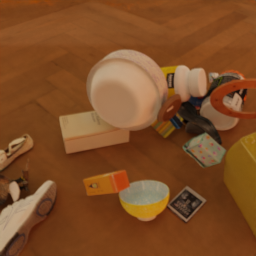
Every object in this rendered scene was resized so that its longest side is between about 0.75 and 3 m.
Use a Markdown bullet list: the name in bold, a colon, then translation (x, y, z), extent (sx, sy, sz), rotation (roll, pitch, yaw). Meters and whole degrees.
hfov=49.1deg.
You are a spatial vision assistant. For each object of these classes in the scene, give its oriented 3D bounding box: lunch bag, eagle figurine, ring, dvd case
- **lunch bag**: translation (2.558, 0.842, 9.751), extent (1.031, 1.210, 0.738), rotation (41, 59, -6)
- **eagle figurine**: translation (-4.448, 1.948, 9.681), extent (1.981, 1.495, 1.503), rotation (1, 55, -14)
- **ring**: translation (4.291, -1.021, 10.002), extent (2.656, 2.656, 0.255), rotation (8, 67, 8)
- **dvd case**: translation (2.024, 2.637, 9.717), extent (1.144, 0.141, 0.860), rotation (-34, 54, -30)

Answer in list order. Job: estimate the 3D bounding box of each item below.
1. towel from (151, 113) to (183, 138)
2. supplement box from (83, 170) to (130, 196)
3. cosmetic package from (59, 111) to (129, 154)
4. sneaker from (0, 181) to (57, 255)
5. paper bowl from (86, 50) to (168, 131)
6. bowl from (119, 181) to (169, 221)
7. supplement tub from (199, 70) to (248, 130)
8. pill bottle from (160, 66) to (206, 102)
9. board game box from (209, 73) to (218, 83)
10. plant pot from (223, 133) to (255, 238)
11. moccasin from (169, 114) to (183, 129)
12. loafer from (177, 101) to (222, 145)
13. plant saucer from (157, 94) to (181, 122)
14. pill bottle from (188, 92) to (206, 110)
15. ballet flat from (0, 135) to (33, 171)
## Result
- **towel**: translation (0.995, -0.831, 11.652), extent (2.589, 1.114, 0.234), rotation (44, 11, -3)
- **supplement box**: translation (-0.740, 1.788, 9.013), extent (0.600, 1.743, 0.580), rotation (-15, 87, -44)
- **cosmetic package**: translation (-1.390, 0.066, 11.602), extent (2.644, 0.966, 1.369), rotation (-12, 47, -14)
- **sneaker**: translation (-3.414, 2.747, 9.033), extent (1.228, 1.051, 2.820), rotation (18, 47, 24)
- **paper bowl**: translation (-0.151, -1.186, 10.077), extent (2.912, 2.912, 1.514), rotation (17, 38, 16)
- **bowl**: translation (0.563, 2.485, 9.197), extent (1.663, 0.895, 1.663), rotation (-7, 15, 2)
- **supplement tub**: translation (4.351, -1.330, 12.545), extent (1.677, 1.677, 2.738), rotation (20, 49, 18)
- **pill bottle**: translation (1.897, -1.910, 12.418), extent (2.862, 1.593, 1.593), rotation (0, 41, 31)
- **board game box**: translation (4.580, -2.661, 14.949), extent (0.486, 0.133, 0.770), rotation (6, 46, 6)
- **plant pot**: translation (4.558, 1.394, 8.600), extent (2.633, 2.694, 2.616), rotation (-22, 42, 5)
- **moccasin**: translation (1.806, -0.458, 11.296), extent (0.362, 0.427, 1.061), rotation (-32, 90, -21)
- **loafer**: translation (2.859, -0.045, 11.915), extent (0.986, 0.993, 2.729), rotation (-32, 44, -6)
- **plant saucer**: translation (1.449, -0.642, 9.662), extent (1.165, 1.165, 0.172), rotation (-32, 60, -28)
- **pill bottle**: translation (3.233, -1.551, 13.037), extent (0.722, 1.286, 0.722), rotation (1, 45, -1)
- **ballet flat**: translation (-4.723, 0.963, 11.003), extent (0.713, 0.659, 2.115), rotation (29, 52, 26)
